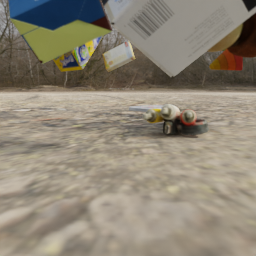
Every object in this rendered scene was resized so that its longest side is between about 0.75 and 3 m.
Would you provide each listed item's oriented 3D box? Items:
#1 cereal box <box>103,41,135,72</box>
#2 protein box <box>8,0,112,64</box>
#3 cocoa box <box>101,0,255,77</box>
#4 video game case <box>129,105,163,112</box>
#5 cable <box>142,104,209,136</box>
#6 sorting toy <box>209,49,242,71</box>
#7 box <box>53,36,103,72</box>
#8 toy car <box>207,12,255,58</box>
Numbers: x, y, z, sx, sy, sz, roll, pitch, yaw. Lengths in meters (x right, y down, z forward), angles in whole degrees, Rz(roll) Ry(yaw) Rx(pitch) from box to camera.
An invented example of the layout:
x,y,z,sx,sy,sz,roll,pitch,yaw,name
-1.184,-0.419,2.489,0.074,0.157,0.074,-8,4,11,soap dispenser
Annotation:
x,y,z,sx,sy,sz,roll,pitch,yaw,name
-0.272,-2.015,7.904,0.850,0.612,0.168,-21,-31,15,cereal box
-1.858,-3.209,7.412,2.088,1.419,2.104,-25,51,1,protein box
0.831,-2.089,3.662,2.190,1.437,1.460,-37,-39,24,cocoa box
1.062,-0.840,12.090,1.541,0.177,1.404,-9,12,-44,video game case
1.262,-0.287,6.773,1.330,0.689,2.738,2,9,15,cable
2.717,-2.687,9.046,0.886,2.574,0.892,-21,-36,6,sorting toy
-1.527,-2.950,9.172,0.875,0.803,2.499,-1,49,27,box
2.045,-2.522,6.238,2.506,1.977,2.058,-7,19,-13,toy car
